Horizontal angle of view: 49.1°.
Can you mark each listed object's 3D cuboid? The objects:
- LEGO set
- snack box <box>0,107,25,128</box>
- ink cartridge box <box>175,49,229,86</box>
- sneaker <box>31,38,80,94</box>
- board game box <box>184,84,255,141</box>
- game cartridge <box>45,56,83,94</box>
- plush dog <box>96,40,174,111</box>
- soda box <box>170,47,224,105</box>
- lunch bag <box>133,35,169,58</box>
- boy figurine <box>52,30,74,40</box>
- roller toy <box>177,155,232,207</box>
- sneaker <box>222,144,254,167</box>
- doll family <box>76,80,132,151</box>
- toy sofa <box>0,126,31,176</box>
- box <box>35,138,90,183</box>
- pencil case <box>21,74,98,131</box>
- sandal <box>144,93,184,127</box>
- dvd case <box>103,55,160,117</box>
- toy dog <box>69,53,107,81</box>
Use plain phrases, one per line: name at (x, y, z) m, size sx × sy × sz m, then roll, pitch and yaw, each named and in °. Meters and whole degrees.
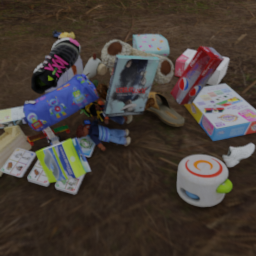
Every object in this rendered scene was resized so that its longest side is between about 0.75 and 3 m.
LEGO set at (-2.173, 0.681, 8.729) m, size 2.174 × 0.714 × 2.910 m, roll 15°, pitch 43°, yaw 2°
snack box at (-4.474, -0.349, 10.236) m, size 1.419 × 0.263 × 0.824 m, roll -12°, pitch 40°, yaw -15°
ink cartridge box at (3.372, -2.789, 12.855) m, size 2.031 × 0.841 × 1.488 m, roll 21°, pitch 43°, yaw 24°
sneaker at (-2.256, -1.768, 8.526) m, size 2.264 × 0.835 × 0.990 m, roll -32°, pitch 38°, yaw 34°
board game box at (3.420, -0.685, 10.444) m, size 2.000 × 0.527 × 2.614 m, roll -10°, pitch 39°, yaw -12°
game cartridge at (-2.807, -2.349, 12.374) m, size 1.656 × 0.490 × 2.555 m, roll -4°, pitch 49°, yaw -12°
plush dog at (0.029, -1.503, 8.892) m, size 2.275 × 1.954 × 1.825 m, roll 16°, pitch 9°, yaw -14°
soda box at (2.000, -1.511, 8.336) m, size 0.619 × 1.768 × 0.561 m, roll -6°, pitch 51°, yaw -36°
lunch bag at (1.108, -3.993, 14.150) m, size 1.630 × 1.167 × 1.913 m, roll -4°, pitch 33°, yaw -7°
boy figurine at (-3.831, -5.491, 16.639) m, size 1.325 × 0.427 × 0.824 m, roll 11°, pitch 37°, yaw 18°
roller toy at (1.942, 1.405, 7.449) m, size 1.267 × 0.970 × 1.389 m, roll -2°, pitch 28°, yaw 0°
sneaker at (3.199, 0.707, 8.159) m, size 0.988 × 0.491 × 0.385 m, roll -36°, pitch 0°, yaw 2°
doll family at (-0.923, -0.492, 9.338) m, size 1.713 × 1.163 × 2.964 m, roll 13°, pitch 30°, yaw -28°
toy sofa at (-3.921, 0.782, 8.558) m, size 0.750 × 0.884 × 1.812 m, roll -7°, pitch 31°, yaw 33°
box at (-1.456, 0.743, 6.143) m, size 1.328 × 0.809 × 0.316 m, roll -18°, pitch 6°, yaw 44°
pencil case at (-1.972, -0.744, 8.045) m, size 2.192 × 0.952 × 0.855 m, roll -29°, pitch 32°, yaw -1°
sandal at (1.113, -0.897, 10.383) m, size 0.994 × 0.668 × 2.475 m, roll -19°, pitch 45°, yaw -43°
dvd case at (0.071, -1.148, 7.949) m, size 1.344 × 1.842 × 0.203 m, roll -5°, pitch 41°, yaw -31°
toy dog at (-1.687, -2.337, 11.329) m, size 1.229 × 0.898 × 1.863 m, roll 15°, pitch 57°, yaw 20°
